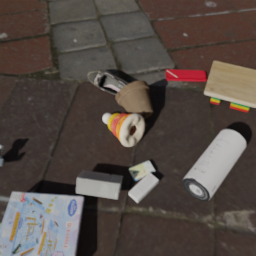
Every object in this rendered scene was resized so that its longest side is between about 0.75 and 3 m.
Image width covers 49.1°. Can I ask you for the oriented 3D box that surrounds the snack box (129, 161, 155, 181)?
[{"bbox_3d":[0.543,1.688,11.006,0.903,0.168,0.525,-20,55,-15],"label":"snack box"}]

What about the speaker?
[{"bbox_3d":[3.317,1.336,10.641,1.173,1.173,2.889,33,59,23],"label":"speaker"}]

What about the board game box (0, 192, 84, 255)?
[{"bbox_3d":[-2.876,3.410,9.206,2.520,0.520,2.526,5,48,-2],"label":"board game box"}]

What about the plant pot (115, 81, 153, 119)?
[{"bbox_3d":[0.413,-1.101,12.460,1.590,1.590,1.387,-20,71,-15],"label":"plant pot"}]

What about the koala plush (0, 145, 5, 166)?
[{"bbox_3d":[-5.197,1.075,10.955,0.711,0.737,0.802,-6,96,-11],"label":"koala plush"}]

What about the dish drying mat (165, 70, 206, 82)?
[{"bbox_3d":[2.960,-2.704,14.395,2.042,0.186,0.784,1,51,2],"label":"dish drying mat"}]

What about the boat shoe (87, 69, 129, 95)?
[{"bbox_3d":[-0.927,-2.169,13.426,2.673,0.894,0.762,25,17,17],"label":"boat shoe"}]

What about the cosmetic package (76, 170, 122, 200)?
[{"bbox_3d":[-1.043,2.061,10.209,1.557,0.702,0.832,10,13,4],"label":"cosmetic package"}]

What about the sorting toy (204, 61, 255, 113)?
[{"bbox_3d":[4.976,-1.934,13.393,2.375,0.826,2.361,17,54,13],"label":"sorting toy"}]

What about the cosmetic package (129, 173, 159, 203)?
[{"bbox_3d":[0.584,2.240,10.497,1.158,0.293,0.478,-38,64,-25],"label":"cosmetic package"}]

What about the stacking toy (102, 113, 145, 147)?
[{"bbox_3d":[-0.410,-0.140,11.944,1.969,1.439,1.439,22,54,38],"label":"stacking toy"}]
